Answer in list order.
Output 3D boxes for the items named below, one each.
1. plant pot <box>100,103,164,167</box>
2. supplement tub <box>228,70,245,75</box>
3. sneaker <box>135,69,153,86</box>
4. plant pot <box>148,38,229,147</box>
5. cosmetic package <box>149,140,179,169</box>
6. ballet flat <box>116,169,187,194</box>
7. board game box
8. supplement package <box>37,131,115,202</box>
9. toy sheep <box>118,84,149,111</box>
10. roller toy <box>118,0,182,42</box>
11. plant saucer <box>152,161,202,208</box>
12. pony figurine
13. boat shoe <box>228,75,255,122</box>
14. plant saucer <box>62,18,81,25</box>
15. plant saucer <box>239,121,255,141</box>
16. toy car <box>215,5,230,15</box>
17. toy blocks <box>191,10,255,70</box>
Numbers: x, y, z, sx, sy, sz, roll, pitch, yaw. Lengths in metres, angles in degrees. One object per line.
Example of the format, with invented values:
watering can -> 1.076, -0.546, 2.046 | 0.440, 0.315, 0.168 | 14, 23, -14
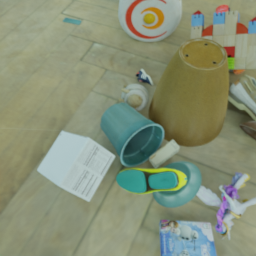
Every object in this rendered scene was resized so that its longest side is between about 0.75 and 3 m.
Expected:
plant pot -> 0.014, 0.095, 8.075 | 1.483, 1.483, 1.452 | -29, 51, -19
supplement tub -> 3.799, -2.645, 10.361 | 0.818, 0.818, 1.336 | -22, 58, -15
sneaker -> 0.563, -1.712, 9.952 | 0.383, 0.339, 0.906 | -33, 47, -1
plant pot -> 1.906, -1.146, 8.219 | 2.470, 2.650, 2.470 | 0, 56, 0
cosmetic package -> 1.006, 0.739, 7.842 | 0.855, 0.450, 0.304 | -35, 71, -10
ballet flat -> 0.604, 1.333, 7.146 | 1.962, 0.658, 0.656 | -9, 84, 39
board game box -> 1.396, 2.831, 6.582 | 1.260, 0.275, 1.266 | 4, 43, -2
supplement package -> -1.372, 0.910, 7.143 | 1.651, 0.915, 1.286 | 9, 65, 56
toy sheep -> 0.212, -1.002, 9.126 | 0.984, 0.984, 1.427 | 8, 24, 5
roller toy -> 0.872, -4.644, 10.779 | 2.611, 2.381, 1.824 | -1, 55, 8
plant saucer -> 1.218, 1.409, 7.420 | 1.429, 0.257, 1.429 | -25, 36, 20
pony figurine -> 2.540, 1.827, 7.022 | 1.513, 1.260, 1.460 | -37, 98, -21
boat shoe -> 4.288, -0.554, 8.481 | 2.872, 0.982, 1.073 | 46, 26, 28
plant saucer -> -2.453, -4.670, 12.237 | 0.807, 0.077, 0.282 | 15, 56, 11
plant saucer -> 3.953, 0.313, 7.713 | 1.826, 1.826, 0.334 | 36, 94, 22
toy car -> 3.618, -3.284, 9.931 | 2.007, 0.476, 2.133 | 29, 96, 28
toy blocks -> 3.251, -2.947, 9.368 | 2.885, 1.972, 1.442 | 6, 12, 26
